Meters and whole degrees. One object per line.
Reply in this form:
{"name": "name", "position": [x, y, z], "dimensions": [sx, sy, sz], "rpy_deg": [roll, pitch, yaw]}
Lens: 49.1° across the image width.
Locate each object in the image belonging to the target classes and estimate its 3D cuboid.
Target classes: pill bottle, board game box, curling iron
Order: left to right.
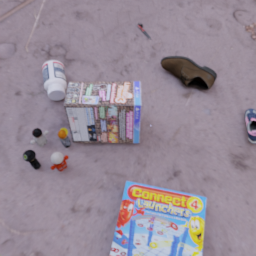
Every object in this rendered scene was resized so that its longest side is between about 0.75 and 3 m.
{"name": "pill bottle", "position": [-2.952, -1.887, 11.283], "dimensions": [0.892, 0.892, 1.492], "rpy_deg": [-11, 61, -6]}
{"name": "board game box", "position": [-0.791, -0.510, 9.783], "dimensions": [2.467, 1.967, 1.195], "rpy_deg": [1, 50, 0]}
{"name": "curling iron", "position": [0.773, -4.589, 13.236], "dimensions": [0.281, 0.145, 1.135], "rpy_deg": [-24, 63, -14]}
{"name": "board game box", "position": [0.921, 3.175, 8.501], "dimensions": [2.624, 0.733, 2.569], "rpy_deg": [10, 61, 6]}

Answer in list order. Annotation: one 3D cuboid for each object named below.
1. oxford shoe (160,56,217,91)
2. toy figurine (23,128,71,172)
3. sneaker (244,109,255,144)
{"name": "oxford shoe", "position": [2.363, -2.232, 11.430], "dimensions": [2.388, 0.868, 1.008], "rpy_deg": [23, 57, 13]}
{"name": "toy figurine", "position": [-2.765, 0.719, 9.727], "dimensions": [1.481, 1.031, 1.458], "rpy_deg": [5, 61, 3]}
{"name": "sneaker", "position": [4.657, -0.230, 10.363], "dimensions": [0.566, 0.662, 1.614], "rpy_deg": [-6, 48, 17]}
